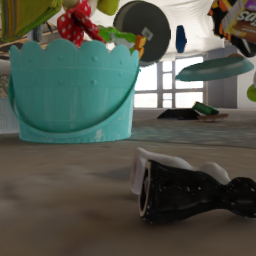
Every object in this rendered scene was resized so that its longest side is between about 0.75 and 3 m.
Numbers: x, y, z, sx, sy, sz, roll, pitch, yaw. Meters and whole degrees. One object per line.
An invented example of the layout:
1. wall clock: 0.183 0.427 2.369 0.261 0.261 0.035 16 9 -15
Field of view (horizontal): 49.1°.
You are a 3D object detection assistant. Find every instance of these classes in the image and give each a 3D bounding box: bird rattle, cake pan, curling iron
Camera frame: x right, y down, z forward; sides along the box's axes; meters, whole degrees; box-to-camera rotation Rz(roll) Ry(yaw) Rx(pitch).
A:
1. bird rattle: -1.121 -2.930 5.994 1.414 2.046 2.509 0 44 25
2. cake pan: 0.576 -3.340 9.955 2.380 2.380 0.437 -3 9 -28
3. curling iron: -2.440 -3.062 8.490 0.206 0.106 0.833 -28 54 -15

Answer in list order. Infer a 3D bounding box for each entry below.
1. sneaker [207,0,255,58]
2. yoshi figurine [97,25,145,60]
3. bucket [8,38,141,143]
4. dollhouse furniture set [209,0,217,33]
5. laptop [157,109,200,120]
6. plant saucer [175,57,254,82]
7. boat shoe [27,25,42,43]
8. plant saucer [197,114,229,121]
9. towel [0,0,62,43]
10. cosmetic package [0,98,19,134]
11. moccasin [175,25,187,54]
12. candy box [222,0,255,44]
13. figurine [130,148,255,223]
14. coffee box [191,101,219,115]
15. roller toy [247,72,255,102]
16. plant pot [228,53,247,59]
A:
1. sneaker: 2.957 -2.767 8.027 0.726 2.075 0.934 -7 -19 -36
2. yoshi figurine: -0.397 -2.761 8.953 1.737 0.976 0.973 25 6 12
3. bucket: -1.083 -0.688 5.822 2.695 1.754 2.695 -1 5 0
4. dollhouse furniture set: 3.111 -4.018 9.583 0.761 1.329 1.558 22 19 0
5. laptop: 2.378 -0.448 12.914 1.414 0.824 1.595 -2 -21 -27
6. plant saucer: 1.966 -1.393 6.534 1.779 0.244 1.779 -12 18 4
7. boat shoe: -3.285 -3.893 10.182 0.554 1.563 0.563 12 32 -5
8. plant saucer: 3.354 -0.400 11.059 1.212 0.222 1.212 -6 3 0
9. towel: -1.995 -2.492 5.383 0.252 1.202 2.792 -8 8 -38
10. cosmetic package: -3.572 -0.268 6.273 2.351 0.871 1.195 -6 7 -37
11. moccasin: 1.865 -3.041 9.718 0.454 1.130 0.385 3 -21 15
12. candy box: 2.932 -2.686 6.122 0.936 0.453 1.604 14 -34 -14
13. figurine: 0.452 0.383 1.905 0.799 0.352 0.819 7 3 -6
14. coffee box: 3.687 -0.882 13.308 1.220 0.436 1.984 28 12 14
15. roller toy: 5.938 -1.489 9.704 2.531 1.939 2.775 -47 26 -12
16. plant pot: 3.728 -2.360 9.843 0.821 0.379 0.821 -11 -14 -3
